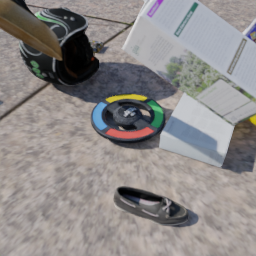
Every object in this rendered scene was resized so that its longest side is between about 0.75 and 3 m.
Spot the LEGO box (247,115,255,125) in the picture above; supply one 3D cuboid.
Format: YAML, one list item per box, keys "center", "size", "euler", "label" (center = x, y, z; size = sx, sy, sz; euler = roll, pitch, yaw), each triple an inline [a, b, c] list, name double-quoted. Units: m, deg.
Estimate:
- center: [4.305, -0.700, 8.680]
  size: [1.381, 0.716, 1.855]
  euler: [-14, 33, -15]
  label: "LEGO box"

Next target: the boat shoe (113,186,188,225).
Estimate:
- center: [0.501, 1.732, 6.307]
  size: [1.750, 0.499, 0.585]
  euler: [10, 42, 12]
  label: "boat shoe"

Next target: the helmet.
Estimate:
- center: [-2.522, -2.957, 10.112]
  size: [2.600, 2.727, 2.727]
  euler: [35, 52, 30]
  label: "helmet"

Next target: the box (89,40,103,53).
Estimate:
- center: [-1.708, -3.707, 12.703]
  size: [0.943, 0.233, 0.753]
  euler: [11, 41, 12]
  label: "box"

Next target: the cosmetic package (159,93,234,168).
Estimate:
- center: [2.160, -0.079, 8.283]
  size: [1.769, 0.606, 2.346]
  euler: [19, 45, 18]
  label: "cosmetic package"

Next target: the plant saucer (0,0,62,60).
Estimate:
- center: [-2.648, -2.489, 6.599]
  size: [2.632, 2.632, 0.466]
  euler: [30, 90, 29]
  label: "plant saucer"

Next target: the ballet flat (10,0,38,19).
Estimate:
- center: [-2.900, -3.211, 7.583]
  size: [0.369, 1.298, 0.431]
  euler: [-20, 43, 21]
  label: "ballet flat"

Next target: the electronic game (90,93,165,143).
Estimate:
- center: [-0.001, -0.368, 8.707]
  size: [2.326, 0.484, 2.326]
  euler: [0, 41, 0]
  label: "electronic game"

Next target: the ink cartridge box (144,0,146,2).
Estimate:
- center: [0.570, -4.752, 10.059]
  size: [2.177, 0.546, 1.765]
  euler: [30, 8, 13]
  label: "ink cartridge box"

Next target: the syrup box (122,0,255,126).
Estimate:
- center: [1.419, -1.372, 5.413]
  size: [2.840, 1.118, 1.156]
  euler: [35, 67, -4]
  label: "syrup box"

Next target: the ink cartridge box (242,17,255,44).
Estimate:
- center: [3.681, -2.028, 7.194]
  size: [1.656, 1.637, 0.389]
  euler: [32, 80, 4]
  label: "ink cartridge box"
